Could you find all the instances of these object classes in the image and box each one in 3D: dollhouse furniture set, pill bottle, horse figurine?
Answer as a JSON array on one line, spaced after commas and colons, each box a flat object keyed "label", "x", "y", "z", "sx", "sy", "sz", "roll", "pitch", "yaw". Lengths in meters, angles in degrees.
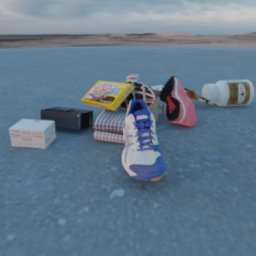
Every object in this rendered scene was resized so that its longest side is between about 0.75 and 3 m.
[{"label": "dollhouse furniture set", "x": 0.986, "y": -0.647, "z": 11.976, "sx": 1.105, "sy": 0.838, "sz": 1.261, "roll": 1, "pitch": -1, "yaw": 2}, {"label": "pill bottle", "x": 4.806, "y": -1.681, "z": 13.631, "sx": 2.172, "sy": 1.242, "sz": 1.242, "roll": -3, "pitch": 21, "yaw": -7}, {"label": "horse figurine", "x": 2.673, "y": -1.644, "z": 13.888, "sx": 1.681, "sy": 0.633, "sz": 2.537, "roll": 12, "pitch": 0, "yaw": -20}]

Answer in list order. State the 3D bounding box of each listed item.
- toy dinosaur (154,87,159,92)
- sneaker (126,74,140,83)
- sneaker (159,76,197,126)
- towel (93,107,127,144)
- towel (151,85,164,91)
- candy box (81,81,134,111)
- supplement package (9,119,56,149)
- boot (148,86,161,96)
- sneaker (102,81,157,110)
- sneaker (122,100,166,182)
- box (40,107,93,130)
[{"label": "toy dinosaur", "x": 0.318, "y": -1.506, "z": 13.327, "sx": 2.068, "sy": 0.625, "sz": 1.098, "roll": -2, "pitch": -8, "yaw": -16}, {"label": "sneaker", "x": 0.202, "y": -2.675, "z": 16.619, "sx": 0.906, "sy": 0.983, "sz": 2.228, "roll": 3, "pitch": 21, "yaw": 8}, {"label": "sneaker", "x": 2.118, "y": -1.047, "z": 11.650, "sx": 1.202, "sy": 1.022, "sz": 2.772, "roll": 23, "pitch": 40, "yaw": -23}, {"label": "towel", "x": -0.189, "y": -0.178, "z": 10.135, "sx": 1.702, "sy": 0.879, "sz": 2.055, "roll": 5, "pitch": 21, "yaw": 10}, {"label": "towel", "x": 1.878, "y": -2.332, "z": 16.815, "sx": 1.297, "sy": 0.219, "sz": 1.358, "roll": -14, "pitch": 24, "yaw": -32}, {"label": "candy box", "x": -0.831, "y": -1.253, "z": 10.502, "sx": 1.130, "sy": 0.292, "sz": 2.212, "roll": -50, "pitch": 35, "yaw": -18}, {"label": "supplement package", "x": -3.197, "y": 0.188, "z": 9.469, "sx": 1.192, "sy": 0.661, "sz": 0.928, "roll": 4, "pitch": 22, "yaw": 8}, {"label": "boot", "x": 1.593, "y": -2.049, "z": 15.800, "sx": 1.116, "sy": 0.405, "sz": 1.014, "roll": 0, "pitch": 33, "yaw": 18}, {"label": "sneaker", "x": 0.108, "y": -1.283, "z": 11.191, "sx": 1.237, "sy": 1.122, "sz": 2.913, "roll": -8, "pitch": 10, "yaw": -43}, {"label": "sneaker", "x": 0.298, "y": 0.207, "z": 7.547, "sx": 1.075, "sy": 1.259, "sz": 2.856, "roll": -5, "pitch": 31, "yaw": -7}, {"label": "box", "x": -2.330, "y": -0.385, "z": 10.726, "sx": 1.645, "sy": 0.649, "sz": 1.161, "roll": 7, "pitch": 8, "yaw": 16}]
